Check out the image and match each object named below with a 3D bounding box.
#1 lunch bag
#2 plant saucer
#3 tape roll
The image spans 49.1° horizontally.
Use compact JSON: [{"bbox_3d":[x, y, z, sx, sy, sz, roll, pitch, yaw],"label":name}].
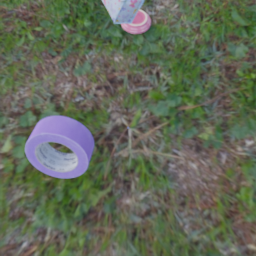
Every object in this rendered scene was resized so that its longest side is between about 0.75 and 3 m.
[{"bbox_3d":[-0.140,-3.783,7.872,0.817,1.285,1.090,-13,70,-36],"label":"lunch bag"},{"bbox_3d":[0.317,-4.424,11.500,1.239,0.314,1.239,0,65,-1],"label":"plant saucer"},{"bbox_3d":[-1.646,0.498,6.830,1.534,1.534,0.652,7,40,3],"label":"tape roll"}]
